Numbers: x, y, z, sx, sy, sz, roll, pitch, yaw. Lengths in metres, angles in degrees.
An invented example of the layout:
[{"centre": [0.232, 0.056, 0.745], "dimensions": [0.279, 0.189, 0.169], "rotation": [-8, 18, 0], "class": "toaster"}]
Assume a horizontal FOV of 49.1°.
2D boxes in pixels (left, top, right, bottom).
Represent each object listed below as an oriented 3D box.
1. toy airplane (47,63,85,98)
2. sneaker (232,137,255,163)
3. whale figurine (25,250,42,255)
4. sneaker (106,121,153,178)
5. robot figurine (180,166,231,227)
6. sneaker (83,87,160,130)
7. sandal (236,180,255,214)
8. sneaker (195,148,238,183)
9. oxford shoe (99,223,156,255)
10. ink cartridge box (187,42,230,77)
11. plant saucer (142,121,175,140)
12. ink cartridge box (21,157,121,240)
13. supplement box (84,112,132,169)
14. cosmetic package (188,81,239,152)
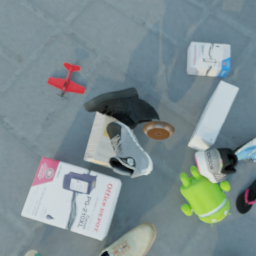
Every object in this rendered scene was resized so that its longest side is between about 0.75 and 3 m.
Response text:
[{"centre": [-2.463, -1.998, 11.545], "dimensions": [1.644, 0.302, 1.644], "rotation": [0, 76, -2], "class": "toy airplane"}, {"centre": [4.568, 1.007, 10.567], "dimensions": [1.887, 0.739, 0.849], "rotation": [-29, 81, -7], "class": "sneaker"}, {"centre": [-3.288, 4.815, 9.021], "dimensions": [0.849, 1.302, 1.636], "rotation": [30, 92, 4], "class": "whale figurine"}, {"centre": [-0.254, 0.645, 8.490], "dimensions": [1.218, 0.791, 2.109], "rotation": [-15, 54, -47], "class": "sneaker"}, {"centre": [2.687, 2.394, 9.870], "dimensions": [1.846, 1.217, 2.104], "rotation": [-34, 89, 6], "class": "robot figurine"}, {"centre": [-0.140, -0.538, 9.654], "dimensions": [2.817, 0.846, 1.469], "rotation": [-22, 89, -45], "class": "sneaker"}, {"centre": [4.565, 2.491, 10.364], "dimensions": [0.596, 0.358, 1.587], "rotation": [41, 79, 10], "class": "sandal"}, {"centre": [2.964, 1.171, 8.796], "dimensions": [1.058, 2.420, 0.892], "rotation": [-15, 66, 28], "class": "sneaker"}, {"centre": [-0.165, 4.107, 9.237], "dimensions": [2.599, 0.959, 0.920], "rotation": [-42, 61, 0], "class": "oxford shoe"}, {"centre": [3.302, -2.814, 11.557], "dimensions": [1.610, 0.679, 1.175], "rotation": [4, 76, 1], "class": "ink cartridge box"}, {"centre": [1.087, 0.148, 10.043], "dimensions": [1.154, 1.154, 0.211], "rotation": [6, 58, 1], "class": "plant saucer"}, {"centre": [-1.885, 2.465, 9.924], "dimensions": [2.885, 1.216, 2.088], "rotation": [16, 76, 4], "class": "ink cartridge box"}, {"centre": [-0.654, 0.349, 10.307], "dimensions": [1.338, 0.781, 2.124], "rotation": [24, 72, -32], "class": "supplement box"}, {"centre": [2.881, -0.259, 9.821], "dimensions": [0.670, 2.593, 1.955], "rotation": [27, 83, 11], "class": "cosmetic package"}]
